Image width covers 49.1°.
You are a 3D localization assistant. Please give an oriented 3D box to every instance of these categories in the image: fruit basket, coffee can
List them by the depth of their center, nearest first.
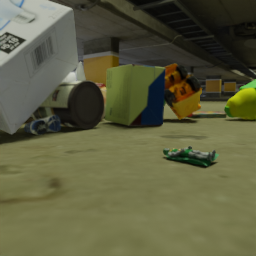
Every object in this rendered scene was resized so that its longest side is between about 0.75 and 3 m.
[{"bbox_3d":[-1.773,-0.681,8.054,1.784,1.306,1.306,5,8,36],"label":"coffee can"},{"bbox_3d":[5.031,-0.923,10.575,2.658,1.917,2.658,-43,7,7],"label":"fruit basket"}]

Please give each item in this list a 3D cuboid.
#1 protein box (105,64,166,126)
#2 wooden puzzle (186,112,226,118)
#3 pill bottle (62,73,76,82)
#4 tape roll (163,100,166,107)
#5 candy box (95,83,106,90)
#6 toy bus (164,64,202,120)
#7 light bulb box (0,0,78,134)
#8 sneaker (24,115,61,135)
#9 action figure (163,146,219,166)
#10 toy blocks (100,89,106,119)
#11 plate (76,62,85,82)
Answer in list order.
[{"bbox_3d":[0.172,-1.030,8.962,1.200,1.766,1.779,0,6,-28],"label":"protein box"},{"bbox_3d":[3.192,-0.568,12.064,2.496,0.175,1.480,-2,7,-13],"label":"wooden puzzle"},{"bbox_3d":[-3.318,-1.285,10.043,2.892,1.623,1.623,-5,7,-10],"label":"pill bottle"},{"bbox_3d":[0.694,-1.345,11.648,1.796,1.796,0.432,5,41,38],"label":"tape roll"},{"bbox_3d":[-2.434,-1.533,14.538,2.444,0.676,1.411,-23,-7,31],"label":"candy box"},{"bbox_3d":[1.918,-1.235,10.636,1.276,1.805,1.880,-30,51,-1],"label":"toy bus"},{"bbox_3d":[-3.294,-1.892,6.862,2.974,1.856,2.948,22,53,12],"label":"light bulb box"},{"bbox_3d":[-2.102,-0.085,6.917,0.471,0.426,1.107,-2,5,23],"label":"sneaker"},{"bbox_3d":[0.819,0.368,3.929,0.768,0.210,0.453,1,9,39],"label":"action figure"},{"bbox_3d":[-0.622,-0.761,10.360,1.833,0.798,2.199,5,21,-3],"label":"toy blocks"},{"bbox_3d":[-1.674,-1.637,10.114,0.206,1.273,1.276,-13,4,-13],"label":"plate"}]
